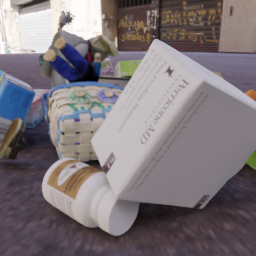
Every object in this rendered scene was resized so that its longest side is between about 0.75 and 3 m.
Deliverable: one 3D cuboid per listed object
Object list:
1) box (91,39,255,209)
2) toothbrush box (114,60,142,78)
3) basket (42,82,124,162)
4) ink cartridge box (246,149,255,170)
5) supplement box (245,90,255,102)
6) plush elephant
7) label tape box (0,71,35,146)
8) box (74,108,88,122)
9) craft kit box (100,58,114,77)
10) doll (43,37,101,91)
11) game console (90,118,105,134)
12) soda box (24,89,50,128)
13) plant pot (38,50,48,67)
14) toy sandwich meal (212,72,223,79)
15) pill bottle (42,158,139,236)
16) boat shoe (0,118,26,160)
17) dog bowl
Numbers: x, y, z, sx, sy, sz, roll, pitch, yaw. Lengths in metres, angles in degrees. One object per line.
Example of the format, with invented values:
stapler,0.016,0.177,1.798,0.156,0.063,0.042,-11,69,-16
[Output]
box,0.720,0.062,3.790,1.715,1.706,1.121,17,26,-37
toothbrush box,0.198,-1.844,8.954,1.146,0.493,0.834,-6,2,-13
basket,-0.855,-0.287,6.348,2.025,1.597,2.296,-3,26,-19
ink cartridge box,3.530,0.638,4.767,1.738,0.891,2.351,-5,22,-15
supplement box,1.925,-0.043,5.580,0.609,0.630,1.832,-45,-2,-24
plush elephant,-1.544,-2.371,9.260,1.931,2.494,2.054,10,11,-33
label tape box,-3.023,-0.487,6.890,0.679,1.546,2.144,23,6,-31
box,-0.825,-0.296,8.391,1.716,0.335,1.174,16,23,40
craft kit box,-1.263,-2.013,11.521,1.396,1.379,0.339,-20,25,-14
doll,-1.000,-1.203,6.057,0.393,1.108,1.623,35,-6,42
game console,-0.696,-0.142,7.002,1.111,0.657,0.948,7,57,12
soda box,-3.000,-0.674,8.887,0.697,0.750,2.192,1,18,2
plant pot,-6.153,-5.443,22.230,1.633,1.633,1.599,5,27,15
toy sandwich meal,2.590,-1.945,11.809,2.915,0.998,2.915,6,13,-1
pill bottle,-0.542,0.954,3.968,1.330,0.761,0.761,15,23,39
boat shoe,-2.130,0.237,5.312,0.406,1.252,0.458,22,52,-26
dog bowl,-0.882,-1.258,9.665,2.762,1.019,2.762,4,10,-1
